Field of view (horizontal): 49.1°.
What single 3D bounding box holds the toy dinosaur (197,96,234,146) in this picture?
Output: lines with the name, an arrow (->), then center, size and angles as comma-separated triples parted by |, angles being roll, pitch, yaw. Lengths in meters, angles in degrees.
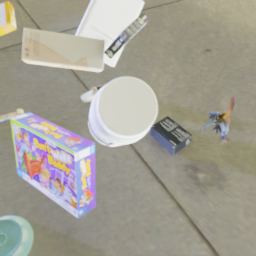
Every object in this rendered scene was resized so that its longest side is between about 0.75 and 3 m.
toy dinosaur -> 2.722, -0.025, 7.859 | 1.423, 1.568, 0.823 | 6, 51, -51

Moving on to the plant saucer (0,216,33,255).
plant saucer -> -3.501, 3.151, 7.774 | 1.624, 0.292, 1.624 | 0, 47, 0

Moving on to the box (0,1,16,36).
box -> -3.999, -2.936, 7.989 | 1.559, 0.323, 0.928 | -20, 63, 6

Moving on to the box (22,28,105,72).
box -> -2.077, -2.497, 9.198 | 2.516, 0.978, 1.195 | 5, 6, -12

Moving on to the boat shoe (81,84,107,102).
boat shoe -> -1.412, -1.529, 11.941 | 1.344, 0.460, 0.502 | -24, 52, -21

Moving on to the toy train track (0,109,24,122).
toy train track -> -5.198, -0.406, 11.007 | 2.065, 0.336, 1.184 | -18, 50, -16

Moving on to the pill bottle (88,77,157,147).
pill bottle -> -0.231, -0.321, 7.304 | 1.570, 2.776, 1.570 | 1, 84, -11

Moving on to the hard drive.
hard drive -> -0.720, -3.934, 10.446 | 1.804, 2.736, 0.365 | 25, 1, -29

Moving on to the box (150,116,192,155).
box -> 1.545, 0.259, 10.276 | 0.900, 0.503, 1.275 | -28, 54, -28

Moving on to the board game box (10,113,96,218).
board game box -> -1.914, 0.819, 6.985 | 2.604, 1.751, 0.583 | 21, 30, 36

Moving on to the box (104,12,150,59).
box -> -0.045, -2.860, 8.665 | 0.345, 1.132, 1.404 | 43, 51, -10
